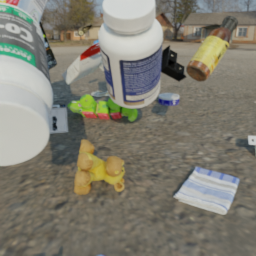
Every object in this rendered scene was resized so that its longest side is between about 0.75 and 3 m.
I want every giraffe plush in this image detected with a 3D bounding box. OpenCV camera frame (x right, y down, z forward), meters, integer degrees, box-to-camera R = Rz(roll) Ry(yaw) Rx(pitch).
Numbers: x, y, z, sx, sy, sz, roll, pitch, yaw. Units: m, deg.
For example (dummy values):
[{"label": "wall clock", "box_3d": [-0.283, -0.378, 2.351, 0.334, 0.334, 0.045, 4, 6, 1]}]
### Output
[{"label": "giraffe plush", "box_3d": [-0.617, 1.014, 6.641, 1.154, 1.228, 1.423, 8, -16, -6]}]

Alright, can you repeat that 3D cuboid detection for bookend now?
[{"label": "bookend", "box_3d": [1.745, -2.423, 10.601, 0.981, 0.975, 0.452, 23, -26, -24]}]

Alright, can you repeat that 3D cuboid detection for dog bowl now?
[{"label": "dog bowl", "box_3d": [2.004, -1.401, 13.792, 1.006, 0.396, 1.006, 0, 20, 0]}]

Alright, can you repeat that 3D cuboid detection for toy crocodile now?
[{"label": "toy crocodile", "box_3d": [-1.055, -0.735, 11.434, 2.933, 0.906, 0.990, 3, -20, 12]}]

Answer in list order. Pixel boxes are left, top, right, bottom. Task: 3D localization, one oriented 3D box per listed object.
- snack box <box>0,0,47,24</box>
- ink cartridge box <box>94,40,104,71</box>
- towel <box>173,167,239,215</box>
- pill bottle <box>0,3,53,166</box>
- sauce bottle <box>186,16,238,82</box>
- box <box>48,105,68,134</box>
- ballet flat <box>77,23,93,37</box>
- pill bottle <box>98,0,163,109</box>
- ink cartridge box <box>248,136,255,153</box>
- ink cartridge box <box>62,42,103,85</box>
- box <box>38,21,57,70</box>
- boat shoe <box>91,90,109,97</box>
[{"label": "snack box", "box_3d": [-3.010, -1.757, 5.440, 2.128, 2.993, 0.793, 11, -13, 16]}, {"label": "ink cartridge box", "box_3d": [-0.543, -3.542, 12.585, 1.841, 0.779, 1.330, -18, 57, 15]}, {"label": "towel", "box_3d": [1.883, 1.397, 6.545, 1.159, 0.188, 1.578, 12, 23, 28]}, {"label": "pill bottle", "box_3d": [-1.628, -0.634, 3.660, 1.198, 1.198, 2.117, -7, 47, -17]}, {"label": "sauce bottle", "box_3d": [2.201, -2.063, 7.129, 0.642, 0.642, 1.946, 21, 70, 44]}, {"label": "box", "box_3d": [-2.999, -0.282, 10.010, 1.630, 0.951, 0.490, -6, 19, -11]}, {"label": "ballet flat", "box_3d": [-1.801, -4.206, 11.945, 0.216, 0.313, 0.930, 6, 43, 46]}, {"label": "pill bottle", "box_3d": [0.090, -1.955, 7.332, 1.588, 2.861, 1.588, -2, 56, 3]}, {"label": "ink cartridge box", "box_3d": [4.209, 0.612, 8.315, 1.259, 0.425, 0.733, 9, 22, 18]}, {"label": "ink cartridge box", "box_3d": [-1.187, -2.272, 9.379, 1.870, 0.442, 1.497, -28, 8, 43]}, {"label": "box", "box_3d": [-4.145, -2.809, 9.492, 0.705, 2.867, 2.968, 15, 46, 38]}, {"label": "boat shoe", "box_3d": [-1.446, -1.906, 15.212, 1.108, 0.355, 0.408, -3, 21, -9]}]
